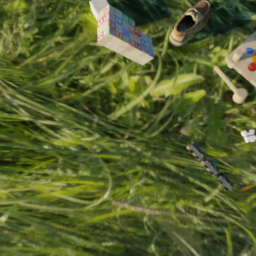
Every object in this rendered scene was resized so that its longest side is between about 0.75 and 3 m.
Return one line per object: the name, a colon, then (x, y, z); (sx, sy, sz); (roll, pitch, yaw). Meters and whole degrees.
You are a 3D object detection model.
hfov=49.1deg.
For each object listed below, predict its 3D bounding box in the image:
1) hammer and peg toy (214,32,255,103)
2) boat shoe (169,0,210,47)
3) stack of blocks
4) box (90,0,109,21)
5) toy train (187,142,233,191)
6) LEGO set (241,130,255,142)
hammer and peg toy: (4.751, -2.374, 10.722); (2.722, 0.960, 2.002); (-41, 77, -12)
boat shoe: (2.614, -4.360, 11.407); (0.903, 0.881, 2.387); (35, 75, 10)
stack of blocks: (-0.061, -3.040, 9.343); (1.979, 0.580, 1.140); (17, 62, -39)
box: (-0.980, -4.674, 11.676); (0.689, 0.564, 1.450); (-24, 74, -8)
toy train: (1.931, 0.885, 6.628); (0.251, 0.338, 1.474); (-43, 92, 18)
LEGO set: (5.099, 0.274, 10.034); (1.739, 0.663, 0.714); (-9, 72, -2)
